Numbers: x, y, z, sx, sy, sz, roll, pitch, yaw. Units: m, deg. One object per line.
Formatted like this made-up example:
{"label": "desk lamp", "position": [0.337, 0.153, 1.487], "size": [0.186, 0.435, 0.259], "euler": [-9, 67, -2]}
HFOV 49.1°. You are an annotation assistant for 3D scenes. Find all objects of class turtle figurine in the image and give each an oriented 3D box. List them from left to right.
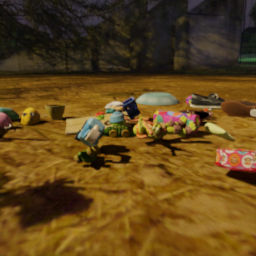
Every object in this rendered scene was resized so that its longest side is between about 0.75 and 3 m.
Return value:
{"label": "turtle figurine", "position": [0.991, 0.066, 8.500], "size": [1.937, 0.774, 2.402], "euler": [-3, 7, -13]}

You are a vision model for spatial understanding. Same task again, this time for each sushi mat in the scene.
{"label": "sushi mat", "position": [-1.088, -0.175, 10.001], "size": [2.300, 0.139, 1.101], "euler": [-7, 27, -5]}

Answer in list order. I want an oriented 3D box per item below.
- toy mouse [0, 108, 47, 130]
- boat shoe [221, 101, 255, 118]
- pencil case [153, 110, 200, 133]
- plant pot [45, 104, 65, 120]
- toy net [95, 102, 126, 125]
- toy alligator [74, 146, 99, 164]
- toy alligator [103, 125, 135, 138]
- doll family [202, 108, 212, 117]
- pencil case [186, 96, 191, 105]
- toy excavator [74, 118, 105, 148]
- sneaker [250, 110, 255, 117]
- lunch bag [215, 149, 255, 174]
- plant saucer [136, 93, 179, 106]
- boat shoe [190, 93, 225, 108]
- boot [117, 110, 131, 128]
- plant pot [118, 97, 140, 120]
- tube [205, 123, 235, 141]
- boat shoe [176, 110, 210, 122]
{"label": "toy mouse", "position": [-4.877, -0.428, 11.013], "size": [2.611, 0.569, 2.938], "euler": [0, 14, -2]}
{"label": "boat shoe", "position": [5.178, -0.843, 12.518], "size": [2.000, 0.704, 0.703], "euler": [12, 22, 16]}
{"label": "pencil case", "position": [1.691, -0.211, 9.906], "size": [1.646, 0.727, 0.727], "euler": [10, 17, 35]}
{"label": "plant pot", "position": [-3.082, -0.678, 11.950], "size": [0.837, 0.594, 0.837], "euler": [-3, 11, 1]}
{"label": "toy net", "position": [-0.627, -0.524, 10.124], "size": [1.022, 0.376, 1.948], "euler": [-11, 19, 1]}
{"label": "toy alligator", "position": [-0.919, 0.675, 7.007], "size": [0.459, 0.333, 1.385], "euler": [-30, -4, 13]}
{"label": "toy alligator", "position": [-0.530, 0.095, 9.298], "size": [1.540, 0.370, 0.510], "euler": [0, 13, -3]}
{"label": "doll family", "position": [3.339, -0.552, 12.040], "size": [0.515, 0.374, 0.830], "euler": [-8, 23, 24]}
{"label": "pencil case", "position": [3.734, -1.615, 15.985], "size": [0.562, 0.562, 1.273], "euler": [7, 16, 28]}
{"label": "toy excavator", "position": [-0.944, 0.104, 7.440], "size": [0.652, 1.306, 1.270], "euler": [33, 48, -8]}
{"label": "sneaker", "position": [5.519, -0.576, 11.569], "size": [0.407, 0.367, 0.993], "euler": [-3, 19, -12]}
{"label": "lunch bag", "position": [2.550, 0.717, 5.990], "size": [0.995, 0.463, 1.129], "euler": [12, -5, -43]}
{"label": "plant saucer", "position": [1.746, -1.779, 16.746], "size": [2.633, 0.507, 2.633], "euler": [-1, 14, 0]}
{"label": "boat shoe", "position": [4.483, -1.434, 14.759], "size": [2.338, 0.790, 0.840], "euler": [4, 13, 10]}
{"label": "boot", "position": [-0.205, -0.333, 10.571], "size": [0.337, 0.602, 0.871], "euler": [-11, 18, -36]}
{"label": "plant pot", "position": [0.050, -0.758, 11.702], "size": [0.811, 0.729, 0.811], "euler": [-31, 14, 2]}
{"label": "tube", "position": [3.002, 0.121, 9.303], "size": [0.369, 0.330, 1.272], "euler": [-9, 16, -15]}
{"label": "boat shoe", "position": [2.464, -0.455, 10.915], "size": [1.612, 0.567, 0.567], "euler": [-9, -2, -30]}
